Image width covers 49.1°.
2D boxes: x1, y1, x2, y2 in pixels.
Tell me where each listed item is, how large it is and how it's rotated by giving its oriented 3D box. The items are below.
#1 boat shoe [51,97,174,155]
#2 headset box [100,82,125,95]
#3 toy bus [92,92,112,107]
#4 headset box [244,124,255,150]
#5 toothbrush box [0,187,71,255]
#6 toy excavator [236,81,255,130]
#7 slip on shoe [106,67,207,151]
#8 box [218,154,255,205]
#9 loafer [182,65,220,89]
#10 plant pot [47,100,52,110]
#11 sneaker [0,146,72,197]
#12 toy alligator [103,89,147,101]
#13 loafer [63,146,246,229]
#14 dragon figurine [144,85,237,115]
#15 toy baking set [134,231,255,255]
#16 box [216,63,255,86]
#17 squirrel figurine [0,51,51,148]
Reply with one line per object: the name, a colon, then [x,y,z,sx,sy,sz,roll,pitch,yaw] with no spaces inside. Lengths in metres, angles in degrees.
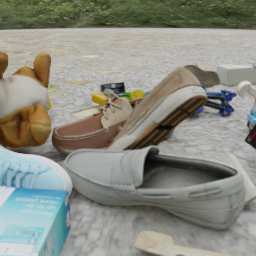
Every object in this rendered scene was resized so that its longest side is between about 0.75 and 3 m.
boat shoe: [-0.260,-0.196,6.256,2.951,1.059,1.117,-14,33,-26]
headset box: [-0.549,-1.314,9.543,0.746,0.387,1.002,-7,5,-9]
toy bus: [-0.715,-0.832,8.467,0.336,0.280,0.860,-22,35,-36]
headset box: [2.985,0.222,4.770,0.590,1.136,1.527,-24,54,-34]
toothbrush box: [-1.400,1.381,3.255,1.087,0.634,1.485,3,25,5]
toy excavator: [3.154,-0.446,6.669,1.237,1.272,0.635,3,22,3]
slip on shoe: [0.338,-0.151,4.980,0.861,2.264,0.686,1,56,-43]
box: [1.737,0.814,4.478,0.263,0.316,0.770,14,44,-47]
loafer: [2.300,-1.588,9.326,1.871,0.708,0.639,4,-27,-35]
plant pot: [-2.546,-0.695,7.592,0.561,0.790,0.790,-34,26,3]
sneaker: [-1.917,0.708,4.183,2.093,0.774,0.858,16,7,10]
toy alligator: [0.273,-0.629,7.598,2.306,0.764,0.554,9,67,26]
loafer: [0.246,0.674,4.243,2.865,1.000,1.002,7,39,20]
dragon figurine: [1.699,-0.879,8.005,2.816,0.829,1.400,3,12,-19]
toy baking set: [0.891,1.738,2.568,1.876,0.284,2.444,-7,28,-5]
box: [4.763,-2.236,11.569,2.103,0.719,0.864,-7,24,-15]
squirrel figurine: [-2.728,-0.381,5.177,2.253,1.709,2.414,5,-24,-24]
